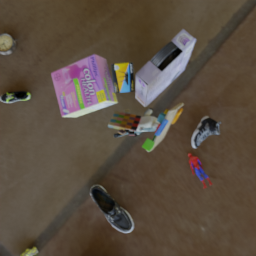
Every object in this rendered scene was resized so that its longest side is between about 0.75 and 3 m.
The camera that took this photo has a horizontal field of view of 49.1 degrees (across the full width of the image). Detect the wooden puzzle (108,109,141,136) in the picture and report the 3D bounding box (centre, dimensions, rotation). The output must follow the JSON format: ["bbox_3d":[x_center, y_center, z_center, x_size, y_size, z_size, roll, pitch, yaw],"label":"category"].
[{"bbox_3d":[-0.112,-0.222,10.238,1.038,1.750,0.123,11,123,8],"label":"wooden puzzle"}]

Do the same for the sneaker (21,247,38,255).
[{"bbox_3d":[-3.861,4.806,10.666,0.835,0.315,0.319,-19,72,-14],"label":"sneaker"}]

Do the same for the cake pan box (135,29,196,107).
[{"bbox_3d":[1.339,-2.172,10.772,0.704,2.691,2.478,43,83,10],"label":"cake pan box"}]

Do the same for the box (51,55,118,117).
[{"bbox_3d":[-1.570,-1.425,10.013,1.895,0.916,1.667,-16,85,21],"label":"box"}]

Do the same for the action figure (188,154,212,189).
[{"bbox_3d":[2.807,1.684,11.222,0.483,0.382,1.476,-24,75,-10],"label":"action figure"}]

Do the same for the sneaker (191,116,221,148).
[{"bbox_3d":[3.138,0.232,11.184,0.819,0.543,1.439,20,76,43],"label":"sneaker"}]

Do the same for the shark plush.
[{"bbox_3d":[0.469,0.101,10.869,2.048,0.853,0.931,-29,64,-27],"label":"shark plush"}]

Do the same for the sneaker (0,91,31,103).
[{"bbox_3d":[-4.739,-1.366,11.709,1.313,0.544,0.471,-8,79,-1],"label":"sneaker"}]

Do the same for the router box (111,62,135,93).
[{"bbox_3d":[-0.170,-1.658,9.269,0.711,0.243,0.953,-6,107,-3],"label":"router box"}]

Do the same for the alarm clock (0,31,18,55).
[{"bbox_3d":[-5.431,-3.516,12.190,0.863,0.426,1.280,33,79,5],"label":"alarm clock"}]

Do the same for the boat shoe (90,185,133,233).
[{"bbox_3d":[-0.647,3.110,10.736,0.791,0.749,2.261,-38,81,-7],"label":"boat shoe"}]

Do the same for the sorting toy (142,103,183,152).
[{"bbox_3d":[1.104,-0.102,8.892,0.384,2.816,1.585,33,112,12],"label":"sorting toy"}]
